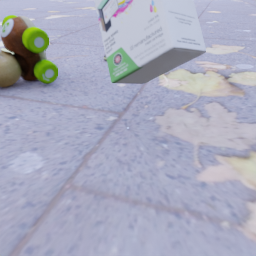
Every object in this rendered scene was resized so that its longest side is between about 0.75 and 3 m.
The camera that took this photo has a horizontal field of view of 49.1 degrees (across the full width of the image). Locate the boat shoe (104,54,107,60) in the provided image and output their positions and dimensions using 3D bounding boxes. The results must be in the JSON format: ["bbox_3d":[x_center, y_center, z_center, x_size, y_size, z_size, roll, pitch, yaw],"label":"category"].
[{"bbox_3d":[-0.650,-3.497,12.741,0.596,0.528,1.629,10,31,17],"label":"boat shoe"}]

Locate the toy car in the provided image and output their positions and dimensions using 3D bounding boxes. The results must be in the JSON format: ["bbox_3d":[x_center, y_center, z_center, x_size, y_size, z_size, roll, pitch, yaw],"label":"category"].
[{"bbox_3d":[-4.189,-2.268,9.305,2.776,2.190,2.280,-32,46,-25],"label":"toy car"}]

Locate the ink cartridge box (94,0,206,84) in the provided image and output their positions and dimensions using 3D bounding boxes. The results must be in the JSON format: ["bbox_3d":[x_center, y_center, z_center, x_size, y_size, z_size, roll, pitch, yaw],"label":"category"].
[{"bbox_3d":[0.319,-2.553,6.137,1.128,2.686,1.945,-7,-8,-41],"label":"ink cartridge box"}]
